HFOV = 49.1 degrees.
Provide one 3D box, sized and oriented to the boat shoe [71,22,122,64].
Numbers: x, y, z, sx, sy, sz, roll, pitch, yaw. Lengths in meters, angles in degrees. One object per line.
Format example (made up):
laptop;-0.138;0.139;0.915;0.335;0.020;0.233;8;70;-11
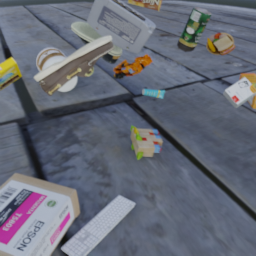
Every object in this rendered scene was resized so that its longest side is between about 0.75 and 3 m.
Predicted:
boat shoe;-1.493;-3.841;12.629;2.786;0.867;1.039;37;50;11

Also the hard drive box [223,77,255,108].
hard drive box;3.778;-1.181;9.446;0.855;0.328;0.666;-34;71;-4

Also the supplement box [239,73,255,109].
supplement box;5.817;-1.743;12.941;0.771;0.797;2.318;-1;35;3

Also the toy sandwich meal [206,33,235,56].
toy sandwich meal;3.853;-3.562;11.732;1.234;0.423;1.234;-8;67;18

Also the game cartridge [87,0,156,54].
game cartridge;-0.308;-3.681;10.065;2.246;1.495;0.459;30;47;-9

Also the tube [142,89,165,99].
tube;0.922;-1.249;10.141;0.832;0.322;0.210;4;33;-21

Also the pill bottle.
pill bottle;-3.535;-2.875;13.943;1.578;1.578;2.760;-15;35;-22

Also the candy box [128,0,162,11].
candy box;0.677;-5.009;10.686;1.283;0.749;0.362;17;63;1

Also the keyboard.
keyboard;-0.676;2.417;6.994;0.597;0.113;2.121;23;38;31

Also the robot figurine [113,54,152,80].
robot figurine;0.083;-2.144;9.848;1.521;0.443;1.103;2;39;50

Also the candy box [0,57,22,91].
candy box;-4.240;-1.216;8.381;2.183;1.116;0.288;-40;87;-16

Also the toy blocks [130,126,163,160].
toy blocks;0.696;0.497;9.598;1.015;0.742;1.484;4;32;-14

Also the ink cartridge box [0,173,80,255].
ink cartridge box;-2.540;2.256;6.529;1.929;0.879;2.341;10;33;17

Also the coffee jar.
coffee jar;2.495;-3.710;10.703;0.679;1.591;0.830;34;37;15

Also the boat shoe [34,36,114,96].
boat shoe;-1.504;-1.820;8.286;2.611;0.777;0.938;-26;22;10
